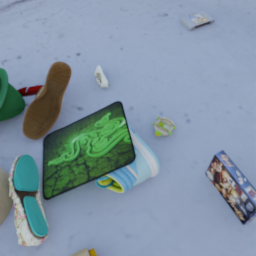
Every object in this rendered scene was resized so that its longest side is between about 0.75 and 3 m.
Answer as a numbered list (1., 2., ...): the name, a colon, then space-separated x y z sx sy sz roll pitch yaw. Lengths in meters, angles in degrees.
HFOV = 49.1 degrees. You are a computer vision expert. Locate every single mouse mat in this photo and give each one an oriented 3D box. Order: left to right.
1. mouse mat: -1.287 0.580 8.141 2.938 0.111 2.364 -24 49 11

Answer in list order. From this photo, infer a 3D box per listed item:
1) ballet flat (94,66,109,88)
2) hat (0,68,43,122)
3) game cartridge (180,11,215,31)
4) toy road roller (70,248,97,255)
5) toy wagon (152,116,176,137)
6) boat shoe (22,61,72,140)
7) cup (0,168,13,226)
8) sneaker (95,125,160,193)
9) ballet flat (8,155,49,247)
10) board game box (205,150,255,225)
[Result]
1. ballet flat: -1.075 -1.947 10.619 0.398 0.398 1.147 -18 59 -13
2. hat: -3.904 -0.672 9.810 2.623 2.309 2.173 -24 60 25
3. game cartridge: 3.166 -4.984 12.962 1.407 0.292 0.937 -24 61 -16
4. toy road roller: -0.959 3.389 6.332 0.820 0.974 1.335 -22 57 -15
5. toy wagon: 1.127 0.001 9.214 0.696 0.177 0.897 31 55 16
6. boat shoe: -2.686 -0.875 9.414 0.987 0.984 2.735 21 81 -14
7. cup: -4.476 1.577 7.181 2.479 1.773 2.479 0 53 0
8. sneaker: -0.553 0.715 8.252 1.780 1.085 2.727 -33 59 -23
9. ballet flat: -2.800 1.926 7.478 0.826 0.977 2.584 -39 52 22
10. board game box: 2.824 1.601 7.534 0.300 1.173 1.732 -22 56 -16
